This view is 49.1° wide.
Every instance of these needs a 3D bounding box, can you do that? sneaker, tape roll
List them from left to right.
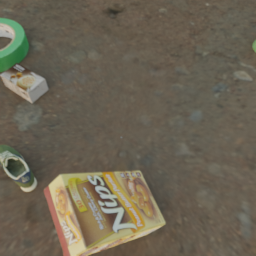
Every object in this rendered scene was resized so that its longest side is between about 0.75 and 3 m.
[{"bbox_3d":[-5.377,-3.265,11.033,2.702,0.649,2.702,0,55,0],"label":"tape roll"},{"bbox_3d":[-3.267,0.959,7.926,0.621,0.831,1.851,-38,63,-23],"label":"sneaker"}]

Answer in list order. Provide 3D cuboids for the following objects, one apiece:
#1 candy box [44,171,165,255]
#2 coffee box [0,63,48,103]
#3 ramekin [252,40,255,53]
[{"bbox_3d":[-0.422,1.823,6.349,2.645,0.731,1.527,9,47,-50],"label":"candy box"},{"bbox_3d":[-3.659,-1.597,9.892,1.432,0.571,0.819,31,60,20],"label":"coffee box"},{"bbox_3d":[5.657,-3.380,11.148,1.184,0.578,1.184,0,55,0],"label":"ramekin"}]
